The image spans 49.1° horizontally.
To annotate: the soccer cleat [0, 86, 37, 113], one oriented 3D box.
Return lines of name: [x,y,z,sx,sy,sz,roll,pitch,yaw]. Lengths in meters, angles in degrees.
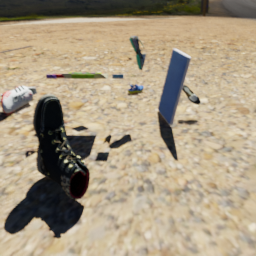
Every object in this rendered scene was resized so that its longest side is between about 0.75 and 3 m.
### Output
soccer cleat: [-4.747,-1.308,12.212,1.029,0.829,2.415,-4,23,3]

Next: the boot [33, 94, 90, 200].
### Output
boot: [-1.631,0.480,7.053,0.852,2.361,1.783,-12,28,-40]

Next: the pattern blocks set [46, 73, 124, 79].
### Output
pattern blocks set: [-1.508,-1.865,10.001,2.743,0.222,2.411,-1,11,-8]

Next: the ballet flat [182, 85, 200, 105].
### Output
ballet flat: [2.502,-1.319,11.249,1.009,0.343,0.345,48,9,14]

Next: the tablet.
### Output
tablet: [1.711,-1.570,10.694,0.178,2.613,1.700,6,24,-15]

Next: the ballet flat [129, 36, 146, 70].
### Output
ballet flat: [0.444,-2.829,10.503,0.465,1.294,0.465,-18,14,5]

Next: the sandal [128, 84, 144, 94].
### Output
sandal: [0.395,-1.976,13.838,0.919,0.400,0.365,-18,33,-31]
